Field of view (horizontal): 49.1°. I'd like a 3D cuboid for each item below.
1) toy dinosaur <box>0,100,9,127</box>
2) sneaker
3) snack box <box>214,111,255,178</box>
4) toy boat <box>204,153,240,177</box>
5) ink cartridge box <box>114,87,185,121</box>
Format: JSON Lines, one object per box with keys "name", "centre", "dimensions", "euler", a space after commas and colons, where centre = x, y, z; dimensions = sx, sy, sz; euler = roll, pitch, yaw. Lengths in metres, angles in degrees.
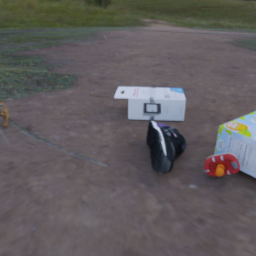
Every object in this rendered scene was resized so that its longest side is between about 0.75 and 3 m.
{"name": "toy dinosaur", "centre": [-4.153, -0.405, 9.409], "dimensions": [0.435, 1.442, 0.766], "euler": [10, 62, -15]}
{"name": "sneaker", "centre": [1.111, 0.421, 7.326], "dimensions": [1.014, 0.877, 2.316], "euler": [8, 22, -5]}
{"name": "snack box", "centre": [4.054, 0.556, 6.730], "dimensions": [2.511, 1.008, 2.978], "euler": [-18, 30, -38]}
{"name": "toy boat", "centre": [2.099, 0.913, 6.373], "dimensions": [0.790, 0.515, 0.516], "euler": [-19, 16, 40]}
{"name": "ink cartridge box", "centre": [0.779, -0.912, 10.279], "dimensions": [2.453, 0.818, 1.421], "euler": [2, 25, 5]}
